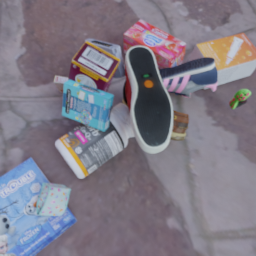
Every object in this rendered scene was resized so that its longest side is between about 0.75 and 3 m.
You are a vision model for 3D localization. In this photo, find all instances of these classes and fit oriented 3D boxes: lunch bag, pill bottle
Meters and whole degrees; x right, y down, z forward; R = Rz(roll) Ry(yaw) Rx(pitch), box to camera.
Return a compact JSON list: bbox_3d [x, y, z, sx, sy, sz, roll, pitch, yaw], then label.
[{"bbox_3d":[-1.839,1.779,6.839,0.468,0.653,0.767,15,88,48],"label":"lunch bag"},{"bbox_3d":[-0.815,0.315,7.926,2.217,1.290,1.290,-36,64,-16],"label":"pill bottle"}]

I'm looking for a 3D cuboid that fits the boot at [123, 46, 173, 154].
[{"bbox_3d":[0.389,-0.445,7.246,0.971,1.935,2.682,-5,68,-8],"label":"boot"}]

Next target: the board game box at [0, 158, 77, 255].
[{"bbox_3d":[-2.860,2.232,7.234,2.189,0.475,2.178,-36,67,-21],"label":"board game box"}]

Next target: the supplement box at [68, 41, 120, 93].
[{"bbox_3d":[-0.995,-1.263,7.436,0.987,1.788,0.766,29,60,-3],"label":"supplement box"}]

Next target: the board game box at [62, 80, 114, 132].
[{"bbox_3d":[-1.045,-0.564,7.090,1.262,0.953,0.296,21,33,14],"label":"board game box"}]

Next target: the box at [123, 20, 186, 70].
[{"bbox_3d":[0.869,-2.707,9.566,1.955,0.933,0.975,36,67,19],"label":"box"}]

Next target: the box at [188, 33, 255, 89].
[{"bbox_3d":[3.317,-2.319,9.690,2.001,0.976,1.245,-18,65,-16],"label":"box"}]

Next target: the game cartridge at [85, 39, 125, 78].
[{"bbox_3d":[-0.624,-1.867,7.649,0.288,0.947,1.421,-33,41,-29],"label":"game cartridge"}]

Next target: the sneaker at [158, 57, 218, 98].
[{"bbox_3d":[1.472,-1.334,8.890,2.703,1.109,0.948,-9,33,27],"label":"sneaker"}]

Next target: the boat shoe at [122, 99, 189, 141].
[{"bbox_3d":[0.833,-0.546,8.480,0.897,0.841,2.492,-5,32,-46],"label":"boat shoe"}]

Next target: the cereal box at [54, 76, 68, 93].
[{"bbox_3d":[-1.647,-1.299,9.067,1.323,0.952,0.261,9,77,1],"label":"cereal box"}]

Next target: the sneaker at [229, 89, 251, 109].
[{"bbox_3d":[3.420,-0.900,8.474,0.391,0.934,0.359,-15,73,-17],"label":"sneaker"}]
